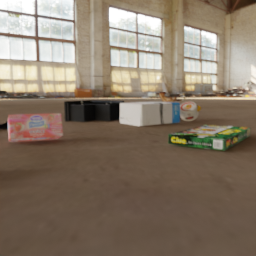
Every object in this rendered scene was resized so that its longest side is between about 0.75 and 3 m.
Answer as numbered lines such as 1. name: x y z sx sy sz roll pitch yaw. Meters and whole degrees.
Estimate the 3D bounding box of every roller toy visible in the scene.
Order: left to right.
1. roller toy: 2.766 -0.772 12.776 0.832 0.637 0.912 -40 41 -20

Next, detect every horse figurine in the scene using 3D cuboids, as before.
1. horse figurine: 2.212 -1.040 13.480 1.168 1.762 0.440 -9 37 13

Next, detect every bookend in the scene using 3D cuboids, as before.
1. bookend: -1.543 -0.789 12.970 1.990 0.922 2.003 5 9 31

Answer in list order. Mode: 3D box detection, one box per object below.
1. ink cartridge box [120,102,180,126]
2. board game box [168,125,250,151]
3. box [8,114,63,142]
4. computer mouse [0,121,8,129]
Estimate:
1. ink cartridge box: 0.911 -0.628 11.847 2.118 0.909 1.551 -4 9 -36
2. board game box: 2.363 0.206 7.780 1.440 0.322 2.748 8 10 33
3. box: -2.506 -0.010 7.545 1.341 0.635 0.688 -3 -7 -25
4. computer mouse: -5.236 -0.200 10.361 1.946 0.448 1.366 7 11 38
